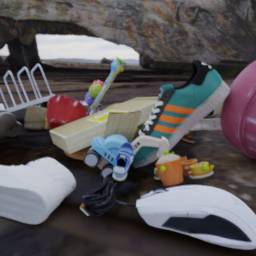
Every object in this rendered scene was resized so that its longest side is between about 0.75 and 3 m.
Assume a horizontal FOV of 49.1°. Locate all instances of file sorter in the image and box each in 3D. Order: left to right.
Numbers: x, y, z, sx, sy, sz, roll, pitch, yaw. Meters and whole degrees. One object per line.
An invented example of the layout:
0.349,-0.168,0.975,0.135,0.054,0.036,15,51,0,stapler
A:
-4.220,-1.308,10.364,2.336,1.455,1.621,-23,9,-30,file sorter

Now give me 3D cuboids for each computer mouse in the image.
0.631,1.040,4.027,2.539,0.557,1.392,7,7,19,computer mouse

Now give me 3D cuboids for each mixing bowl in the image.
-1.823,-0.245,8.014,1.301,1.301,0.705,5,54,19,mixing bowl

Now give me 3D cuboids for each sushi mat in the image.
-0.195,0.199,6.061,0.715,1.494,0.090,-6,48,-22,sushi mat

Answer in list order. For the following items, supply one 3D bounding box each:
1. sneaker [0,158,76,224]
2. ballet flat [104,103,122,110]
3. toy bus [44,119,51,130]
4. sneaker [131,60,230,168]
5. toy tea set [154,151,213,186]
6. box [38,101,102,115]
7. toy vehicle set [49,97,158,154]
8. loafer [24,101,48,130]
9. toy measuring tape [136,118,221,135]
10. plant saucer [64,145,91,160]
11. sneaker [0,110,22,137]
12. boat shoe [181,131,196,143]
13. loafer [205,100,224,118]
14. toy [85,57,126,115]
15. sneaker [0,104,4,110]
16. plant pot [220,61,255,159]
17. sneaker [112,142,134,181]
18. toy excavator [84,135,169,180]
-1.938,0.891,4.695,2.075,0.765,1.199,14,15,15,sneaker
0.361,-0.330,9.485,2.677,0.946,0.946,1,14,7,ballet flat
-2.191,-0.180,9.384,1.197,0.390,0.469,-17,48,-45,toy bus
0.847,-0.318,6.073,2.668,1.066,0.952,-43,10,4,sneaker
0.893,0.642,5.264,0.934,0.581,1.570,-13,-2,-7,toy tea set
-2.568,-0.796,12.125,2.528,0.439,1.391,-8,16,-31,box
-0.483,-0.170,7.070,2.745,0.364,1.706,-23,14,-22,toy vehicle set
-2.623,-0.557,10.158,1.005,0.892,2.645,6,15,23,loafer
1.210,0.005,7.278,2.823,1.039,1.039,1,10,44,toy measuring tape
-0.799,0.425,7.344,1.737,0.325,1.737,0,14,0,plant saucer
-3.709,-0.228,7.960,0.907,0.638,1.707,32,-16,-1,sneaker
1.611,0.131,8.347,0.405,0.404,1.150,3,9,-32,boat shoe
3.513,-0.837,11.483,2.478,0.937,0.846,-9,15,1,loafer
-1.055,-1.475,10.383,0.637,2.697,1.553,36,13,-9,toy
-5.719,-0.710,11.464,1.086,0.692,1.880,-10,26,-44,sneaker
3.531,-0.098,5.746,2.396,2.396,2.144,-5,29,-21,plant pot
-0.064,0.499,4.648,0.278,0.309,0.751,8,47,7,sneaker
-0.030,0.445,5.608,1.297,1.333,0.666,39,14,-5,toy excavator
